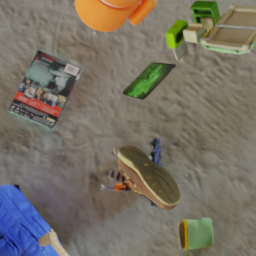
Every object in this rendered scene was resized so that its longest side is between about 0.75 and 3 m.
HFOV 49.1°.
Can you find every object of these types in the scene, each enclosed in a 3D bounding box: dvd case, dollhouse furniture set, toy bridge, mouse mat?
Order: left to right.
[{"bbox_3d":[-2.779,-1.293,9.472,1.689,0.255,2.314,22,84,3],"label":"dvd case"},{"bbox_3d":[-1.542,3.391,6.405,0.759,0.307,2.258,-38,54,18],"label":"toy bridge"},{"bbox_3d":[0.549,-1.320,7.662,1.376,1.108,0.052,-48,125,-13],"label":"mouse mat"},{"bbox_3d":[2.182,3.928,8.448,1.123,0.868,2.248,-5,82,-1],"label":"dollhouse furniture set"},{"bbox_3d":[2.067,-1.928,6.154,2.041,1.025,1.337,25,68,41],"label":"dollhouse furniture set"}]

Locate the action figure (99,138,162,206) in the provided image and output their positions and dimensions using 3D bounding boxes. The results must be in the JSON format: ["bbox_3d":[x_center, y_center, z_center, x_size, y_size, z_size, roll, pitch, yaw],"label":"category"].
[{"bbox_3d":[0.405,1.369,8.903,2.175,1.176,2.248,19,57,-4],"label":"action figure"}]

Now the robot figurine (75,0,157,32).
[{"bbox_3d":[-0.408,-3.332,6.774,1.514,2.596,1.867,-33,97,-21],"label":"robot figurine"}]

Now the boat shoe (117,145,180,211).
[{"bbox_3d":[0.387,1.110,6.017,0.689,1.915,0.647,-8,123,-33],"label":"boat shoe"}]

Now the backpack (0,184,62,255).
[{"bbox_3d":[-3.504,3.441,7.782,2.330,2.406,2.867,-44,87,1],"label":"backpack"}]
